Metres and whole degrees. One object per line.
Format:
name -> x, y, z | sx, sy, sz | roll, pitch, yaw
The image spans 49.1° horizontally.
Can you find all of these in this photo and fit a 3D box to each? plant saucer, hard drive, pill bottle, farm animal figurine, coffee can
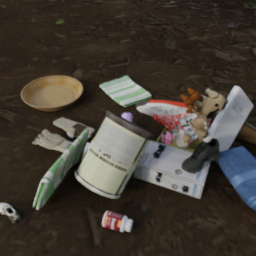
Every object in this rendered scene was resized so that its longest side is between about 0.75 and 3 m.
plant saucer -> 2.277, 0.543, 11.269 | 1.886, 0.451, 1.883 | 18, 43, 21
hard drive -> 3.770, -0.199, 10.461 | 0.302, 1.516, 2.298 | 29, 87, 48
pill bottle -> -0.318, 2.845, 8.441 | 0.849, 0.480, 0.480 | 11, 41, 13
plant saucer -> -3.704, -1.643, 13.861 | 2.961, 0.524, 2.961 | 0, 39, 0
farm animal figurine -> 2.240, -0.131, 9.185 | 1.762, 2.182, 1.097 | -8, 41, -36
coffee can -> -0.462, 0.845, 9.034 | 1.683, 2.300, 1.683 | 29, 3, -2

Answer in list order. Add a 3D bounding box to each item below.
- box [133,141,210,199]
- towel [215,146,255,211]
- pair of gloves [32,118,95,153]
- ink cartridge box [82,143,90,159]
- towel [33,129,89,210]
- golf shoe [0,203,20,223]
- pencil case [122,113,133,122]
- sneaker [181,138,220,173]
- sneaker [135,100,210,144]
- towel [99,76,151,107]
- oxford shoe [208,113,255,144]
box -> 1.556, 1.415, 9.983 | 2.438, 0.733, 1.422 | 16, 42, 19
towel -> 4.150, 1.730, 9.726 | 1.362, 0.592, 2.439 | -11, 42, -12
pair of gloves -> -2.542, 0.326, 11.388 | 1.844, 0.380, 2.168 | 17, 32, 17
ink cartridge box -> -1.418, 1.065, 10.634 | 0.589, 0.338, 1.006 | 15, 39, -6
towel -> -2.147, 1.342, 9.187 | 0.288, 1.879, 2.463 | 32, 43, 4
golf shoe -> -3.779, 2.582, 8.830 | 0.956, 0.421, 0.369 | 23, 46, 27
pencil case -> -0.105, -0.094, 11.731 | 0.507, 0.498, 1.187 | 2, 48, 10
sneaker -> 2.417, 0.880, 9.404 | 1.720, 0.781, 0.653 | -28, 37, -30
sneaker -> 1.729, -0.193, 10.952 | 2.969, 1.591, 0.991 | 5, -5, -1
towel -> -0.153, -1.908, 14.390 | 1.789, 0.274, 2.345 | -22, 45, -24
oxford shoe -> 4.162, 0.206, 11.482 | 2.651, 0.963, 1.119 | 21, 61, 25
